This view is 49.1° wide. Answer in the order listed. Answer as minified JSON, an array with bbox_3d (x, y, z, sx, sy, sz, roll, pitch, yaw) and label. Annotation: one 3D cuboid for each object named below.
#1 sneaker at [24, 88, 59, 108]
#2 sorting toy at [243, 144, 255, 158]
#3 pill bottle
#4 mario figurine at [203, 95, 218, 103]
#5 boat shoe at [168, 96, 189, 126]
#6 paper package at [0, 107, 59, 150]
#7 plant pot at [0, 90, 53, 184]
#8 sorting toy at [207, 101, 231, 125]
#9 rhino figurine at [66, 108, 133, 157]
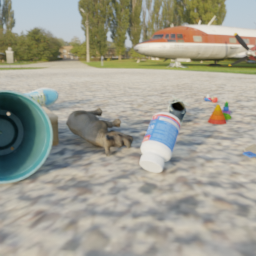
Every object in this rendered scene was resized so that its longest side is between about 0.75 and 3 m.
[{"bbox_3d":[-4.095,-1.123,12.283,2.461,0.979,1.607,-18,19,-25],"label":"sneaker"},{"bbox_3d":[3.428,0.650,7.104,1.357,0.185,0.764,-14,25,-42],"label":"sorting toy"},{"bbox_3d":[0.694,0.330,6.281,0.706,0.706,1.258,7,55,25],"label":"pill bottle"},{"bbox_3d":[4.438,-1.553,14.914,0.476,0.409,0.771,-13,18,-41],"label":"mario figurine"},{"bbox_3d":[1.850,-0.750,10.532,0.763,0.630,2.037,19,29,10],"label":"boat shoe"},{"bbox_3d":[-3.055,-0.006,8.115,1.766,0.913,1.683,-7,16,-28],"label":"paper package"},{"bbox_3d":[-2.779,0.161,6.172,1.822,1.822,1.712,-8,5,-28],"label":"plant pot"},{"bbox_3d":[3.700,-0.687,11.077,0.719,0.715,2.075,8,18,29],"label":"sorting toy"},{"bbox_3d":[-0.796,0.103,7.820,1.146,0.784,2.621,-12,27,-37],"label":"rhino figurine"}]
